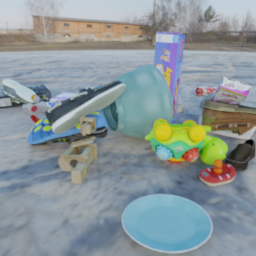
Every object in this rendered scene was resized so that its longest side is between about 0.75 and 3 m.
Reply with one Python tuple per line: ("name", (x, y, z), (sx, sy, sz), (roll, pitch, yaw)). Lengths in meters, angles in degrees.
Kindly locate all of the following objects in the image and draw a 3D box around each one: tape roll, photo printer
("tape roll", (-3.780, -0.781, 11.353), (0.942, 0.311, 0.942), (0, 18, 0))
("photo printer", (3.486, -0.333, 9.440), (1.680, 0.701, 2.019), (14, 23, 28))

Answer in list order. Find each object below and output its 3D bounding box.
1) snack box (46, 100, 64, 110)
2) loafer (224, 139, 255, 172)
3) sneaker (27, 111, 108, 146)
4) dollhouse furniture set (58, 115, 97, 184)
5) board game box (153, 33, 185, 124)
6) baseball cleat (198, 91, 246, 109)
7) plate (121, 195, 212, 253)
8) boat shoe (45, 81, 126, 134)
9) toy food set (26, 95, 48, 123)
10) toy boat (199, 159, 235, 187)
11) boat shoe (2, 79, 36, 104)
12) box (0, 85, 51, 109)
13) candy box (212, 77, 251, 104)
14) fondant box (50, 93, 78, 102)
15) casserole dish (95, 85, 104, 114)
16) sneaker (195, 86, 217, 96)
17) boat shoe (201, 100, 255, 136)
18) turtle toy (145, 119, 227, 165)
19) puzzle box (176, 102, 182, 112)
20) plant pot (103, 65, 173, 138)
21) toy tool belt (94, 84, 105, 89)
("snack box", (-2.220, -0.464, 9.968), (0.888, 0.300, 2.471), (-12, 27, -27))
("loafer", (2.803, 0.628, 7.002), (0.534, 0.522, 1.464), (13, 23, 34))
("sneaker", (-1.732, 0.191, 7.880), (2.481, 1.028, 0.880), (-10, 48, 14))
("dollhouse furniture set", (-1.272, 0.438, 6.552), (0.740, 1.177, 1.331), (3, 19, 9))
("board game box", (1.277, -1.500, 9.153), (0.671, 2.996, 2.014), (8, 17, 14))
("baseball cleat", (4.059, -1.141, 11.766), (2.103, 0.733, 1.119), (-23, 52, -17))
("plate", (0.639, 1.605, 4.729), (1.499, 0.192, 1.499), (0, 20, 0))
("boat shoe", (-1.086, -0.682, 7.062), (2.154, 0.650, 0.815), (-31, -16, -10))
("toy food set", (-2.816, -0.426, 9.183), (0.584, 1.298, 0.620), (28, 56, 35))
("toy boat", (1.971, 0.928, 6.149), (0.797, 0.521, 0.520), (-8, 21, -22))
("boat shoe", (-4.573, -1.388, 11.782), (2.013, 0.622, 0.733), (31, 29, 24))
("box", (-4.848, -1.484, 12.946), (2.268, 0.579, 1.789), (-10, 23, -25))
("candy box", (3.150, -1.051, 8.682), (0.836, 0.374, 1.226), (21, -12, 10))
("fondant box", (-2.189, -1.069, 11.860), (1.791, 0.522, 1.292), (3, 20, 12))
("casserole dish", (-0.326, -0.965, 10.576), (2.231, 1.351, 0.433), (3, 49, 17))
("sneaker", (4.012, -1.781, 13.924), (0.835, 0.521, 1.559), (-9, 18, -20))
("boat shoe", (3.017, -0.229, 7.778), (2.413, 0.820, 0.868), (6, 12, -21))
("turtle toy", (1.425, 0.368, 6.923), (2.033, 1.027, 1.481), (3, 8, 4))
("puzzle box", (1.372, -1.084, 12.281), (1.425, 0.272, 2.141), (-3, 20, -7))
("plant pot", (0.114, -0.658, 8.333), (1.478, 2.207, 2.207), (-14, 23, -20))
("toy tool belt", (-0.769, -1.167, 11.697), (1.513, 0.930, 0.945), (28, 75, 43))
